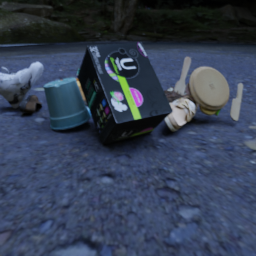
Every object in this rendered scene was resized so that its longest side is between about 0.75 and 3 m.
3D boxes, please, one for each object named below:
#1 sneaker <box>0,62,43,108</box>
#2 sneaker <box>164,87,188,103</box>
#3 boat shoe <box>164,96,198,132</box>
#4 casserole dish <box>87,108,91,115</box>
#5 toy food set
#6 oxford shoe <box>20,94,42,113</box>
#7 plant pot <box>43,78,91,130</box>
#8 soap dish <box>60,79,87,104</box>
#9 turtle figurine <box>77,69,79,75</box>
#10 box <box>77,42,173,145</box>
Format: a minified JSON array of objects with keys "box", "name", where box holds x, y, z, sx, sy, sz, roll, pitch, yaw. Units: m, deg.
[{"box":[-4.966,-2.146,12.273,1.614,2.808,1.055,37,38,-17],"name":"sneaker"},{"box":[1.802,-1.438,13.165,2.562,0.968,0.902,-10,24,-25],"name":"sneaker"},{"box":[2.120,-0.711,10.852,0.966,1.030,2.794,-27,8,29],"name":"boat shoe"},{"box":[-2.313,-0.720,12.301,1.487,0.289,0.901,7,23,19],"name":"casserole dish"},{"box":[3.150,-1.481,11.142,2.860,1.974,0.574,24,-21,-12],"name":"toy food set"},{"box":[-4.312,-1.027,12.780,0.795,0.684,1.883,16,19,-12],"name":"oxford shoe"},{"box":[-2.405,-0.987,10.749,1.656,1.622,1.656,-11,19,4],"name":"plant pot"},{"box":[-2.591,-1.913,14.363,1.859,0.960,2.363,-6,22,-16],"name":"soap dish"},{"box":[-1.930,-2.927,16.282,2.134,1.435,2.850,-9,31,-20],"name":"turtle figurine"},{"box":[-0.219,-1.196,9.570,2.110,2.841,1.766,-13,-20,-27],"name":"box"}]
